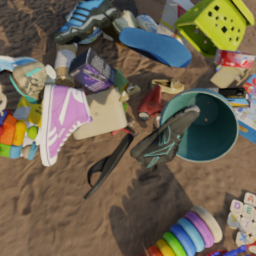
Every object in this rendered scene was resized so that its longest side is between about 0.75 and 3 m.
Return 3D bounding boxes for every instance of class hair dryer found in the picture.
[{"bbox_3d":[1.437,-0.603,11.401,2.133,0.761,2.801,-6,59,-24],"label":"hair dryer"},{"bbox_3d":[-0.170,0.039,11.025,1.132,0.308,0.863,-16,58,-9],"label":"hair dryer"}]

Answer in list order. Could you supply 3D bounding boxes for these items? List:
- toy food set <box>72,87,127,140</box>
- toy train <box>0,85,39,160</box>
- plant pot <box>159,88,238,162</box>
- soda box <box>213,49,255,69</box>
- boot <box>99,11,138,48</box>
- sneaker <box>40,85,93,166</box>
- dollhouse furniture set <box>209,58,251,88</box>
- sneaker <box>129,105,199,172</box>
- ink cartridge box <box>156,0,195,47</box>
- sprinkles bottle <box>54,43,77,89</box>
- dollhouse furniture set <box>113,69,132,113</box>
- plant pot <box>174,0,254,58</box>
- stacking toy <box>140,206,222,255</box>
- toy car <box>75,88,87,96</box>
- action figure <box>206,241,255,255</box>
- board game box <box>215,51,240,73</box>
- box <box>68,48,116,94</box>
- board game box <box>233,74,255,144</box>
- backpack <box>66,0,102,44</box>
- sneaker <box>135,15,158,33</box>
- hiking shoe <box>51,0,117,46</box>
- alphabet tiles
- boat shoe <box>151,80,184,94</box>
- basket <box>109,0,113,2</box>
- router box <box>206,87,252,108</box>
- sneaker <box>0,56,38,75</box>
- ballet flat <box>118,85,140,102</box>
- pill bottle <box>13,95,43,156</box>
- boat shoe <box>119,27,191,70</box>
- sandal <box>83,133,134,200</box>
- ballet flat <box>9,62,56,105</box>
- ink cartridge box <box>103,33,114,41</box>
[{"bbox_3d":[-1.249,-0.568,10.819,2.175,1.561,0.657,-15,15,-6],"label":"toy food set"},{"bbox_3d":[-3.077,-0.039,7.817,1.290,2.230,0.944,17,34,-14],"label":"toy train"},{"bbox_3d":[1.965,-0.242,7.723,1.989,1.989,1.339,18,29,12],"label":"plant pot"},{"bbox_3d":[2.793,-1.806,7.355,1.138,0.361,0.399,-5,31,-31],"label":"soda box"},{"bbox_3d":[-0.525,-5.263,13.814,2.262,0.815,1.749,37,55,-27],"label":"boot"},{"bbox_3d":[-1.698,0.060,7.749,1.349,2.365,0.857,7,24,-12],"label":"sneaker"},{"bbox_3d":[3.797,-2.278,10.278,1.358,1.029,1.549,37,53,2],"label":"dollhouse furniture set"},{"bbox_3d":[1.017,0.286,6.978,0.881,2.224,0.838,50,35,5],"label":"sneaker"},{"bbox_3d":[1.974,-4.199,11.309,0.744,1.785,1.295,-22,61,-28],"label":"ink cartridge box"},{"bbox_3d":[-2.846,-2.946,12.698,0.951,0.951,2.787,-3,55,-2],"label":"sprinkles bottle"},{"bbox_3d":[-0.570,-1.331,11.102,0.816,1.626,1.065,-24,60,-32],"label":"dollhouse furniture set"},{"bbox_3d":[2.990,-3.615,9.628,1.678,1.840,1.849,-50,21,5],"label":"plant pot"},{"bbox_3d":[1.296,3.501,8.159,2.812,1.200,1.200,-30,60,-15],"label":"stacking toy"},{"bbox_3d":[-2.001,-1.207,11.379,1.369,1.314,1.486,16,37,-11],"label":"toy car"},{"bbox_3d":[2.977,3.885,8.249,1.963,0.507,0.642,-14,51,-4],"label":"action figure"},{"bbox_3d":[4.692,-3.116,13.208,0.977,0.325,1.452,12,56,8],"label":"board game box"},{"bbox_3d":[-1.172,-1.848,9.276,0.953,1.288,0.672,-20,51,39],"label":"box"},{"bbox_3d":[5.443,-0.590,11.180,2.673,0.747,2.617,36,63,22],"label":"board game box"},{"bbox_3d":[-2.092,-5.320,14.074,1.962,1.849,2.405,25,75,11],"label":"backpack"},{"bbox_3d":[1.070,-5.015,14.257,0.841,0.834,2.320,-35,59,-15],"label":"sneaker"},{"bbox_3d":[-1.700,-3.923,10.217,2.578,0.959,1.118,-27,88,0],"label":"hiking shoe"},{"bbox_3d":[4.194,3.088,9.001,1.904,0.139,1.862,20,57,14],"label":"alphabet tiles"},{"bbox_3d":[1.724,-1.838,12.238,1.445,0.453,0.530,-1,55,0],"label":"boat shoe"},{"bbox_3d":[-0.801,-5.887,10.651,1.219,1.616,1.792,15,50,-8],"label":"basket"},{"bbox_3d":[2.913,-0.864,8.141,1.102,0.822,0.281,5,71,40],"label":"router box"},{"bbox_3d":[-3.640,-1.950,9.328,1.479,0.580,0.665,-3,74,-14],"label":"sneaker"},{"bbox_3d":[-0.011,-1.015,8.150,0.766,0.241,0.263,-28,25,22],"label":"ballet flat"},{"bbox_3d":[-3.664,-0.181,10.546,1.336,1.336,2.385,4,56,3],"label":"pill bottle"},{"bbox_3d":[1.002,-2.891,9.894,2.638,0.905,1.110,30,96,6],"label":"boat shoe"},{"bbox_3d":[-0.653,1.019,7.875,0.542,0.851,2.263,36,98,8],"label":"sandal"},{"bbox_3d":[-2.572,-1.277,7.989,1.120,2.975,1.009,-32,98,-13],"label":"ballet flat"},{"bbox_3d":[-0.772,-4.994,14.501,0.600,0.347,1.032,26,59,17],"label":"ink cartridge box"}]
